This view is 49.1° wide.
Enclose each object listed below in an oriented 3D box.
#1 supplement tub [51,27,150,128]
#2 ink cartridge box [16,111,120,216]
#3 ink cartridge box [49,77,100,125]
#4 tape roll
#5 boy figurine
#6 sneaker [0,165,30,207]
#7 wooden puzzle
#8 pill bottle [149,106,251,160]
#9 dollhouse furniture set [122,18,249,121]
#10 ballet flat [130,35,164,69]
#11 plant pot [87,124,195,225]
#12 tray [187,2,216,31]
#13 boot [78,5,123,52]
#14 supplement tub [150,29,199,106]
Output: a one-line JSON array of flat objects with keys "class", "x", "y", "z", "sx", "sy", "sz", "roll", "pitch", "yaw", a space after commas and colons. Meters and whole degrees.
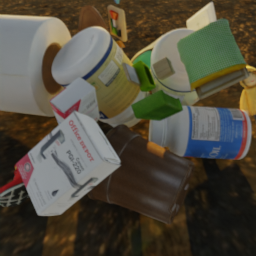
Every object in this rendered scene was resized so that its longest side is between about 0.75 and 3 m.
[{"class": "supplement tub", "x": -0.628, "y": -1.253, "z": 7.693, "sx": 1.808, "sy": 2.503, "sz": 1.808, "roll": -23, "pitch": 44, "yaw": 25}, {"class": "ink cartridge box", "x": -1.098, "y": 0.658, "z": 5.086, "sx": 1.593, "sy": 0.675, "sz": 1.160, "roll": -40, "pitch": 65, "yaw": 9}, {"class": "ink cartridge box", "x": -1.157, "y": -0.388, "z": 6.298, "sx": 0.524, "sy": 1.224, "sz": 0.904, "roll": 37, "pitch": 65, "yaw": 18}, {"class": "tape roll", "x": -3.015, "y": -1.822, "z": 8.305, "sx": 1.944, "sy": 2.831, "sz": 2.831, "roll": 8, "pitch": 39, "yaw": 12}, {"class": "boy figurine", "x": 3.681, "y": -0.771, "z": 7.644, "sx": 1.303, "sy": 2.096, "sz": 0.675, "roll": -21, "pitch": -4, "yaw": 33}, {"class": "sneaker", "x": -2.324, "y": 1.116, "z": 6.244, "sx": 0.734, "sy": 0.666, "sz": 1.729, "roll": 36, "pitch": 26, "yaw": 9}, {"class": "wooden puzzle", "x": -0.344, "y": -3.020, "z": 8.136, "sx": 0.179, "sy": 1.532, "sz": 1.034, "roll": -20, "pitch": 29, "yaw": -19}, {"class": "pill bottle", "x": 1.736, "y": 0.107, "z": 7.157, "sx": 2.340, "sy": 1.313, "sz": 1.313, "roll": 3, "pitch": 38, "yaw": 1}, {"class": "dollhouse furniture set", "x": 1.052, "y": -1.194, "z": 5.462, "sx": 2.150, "sy": 1.079, "sz": 1.409, "roll": -26, "pitch": 74, "yaw": 26}, {"class": "ballet flat", "x": 0.762, "y": -2.458, "z": 9.349, "sx": 2.117, "sy": 0.735, "sz": 0.735, "roll": -39, "pitch": 50, "yaw": -14}, {"class": "plant pot", "x": 0.332, "y": 1.023, "z": 5.789, "sx": 1.724, "sy": 1.742, "sz": 1.742, "roll": 21, "pitch": 43, "yaw": 21}, {"class": "tray", "x": 2.055, "y": -2.979, "z": 8.057, "sx": 0.148, "sy": 0.718, "sz": 1.338, "roll": -14, "pitch": 3, "yaw": -18}, {"class": "boot", "x": -0.713, "y": -2.622, "z": 9.474, "sx": 1.000, "sy": 2.846, "sz": 2.081, "roll": -5, "pitch": 22, "yaw": 17}, {"class": "supplement tub", "x": 1.413, "y": -1.453, "z": 7.689, "sx": 1.618, "sy": 2.232, "sz": 1.618, "roll": -1, "pitch": 77, "yaw": 4}]
